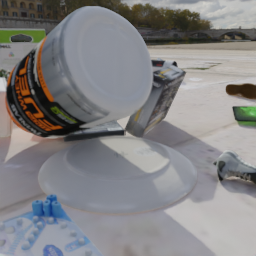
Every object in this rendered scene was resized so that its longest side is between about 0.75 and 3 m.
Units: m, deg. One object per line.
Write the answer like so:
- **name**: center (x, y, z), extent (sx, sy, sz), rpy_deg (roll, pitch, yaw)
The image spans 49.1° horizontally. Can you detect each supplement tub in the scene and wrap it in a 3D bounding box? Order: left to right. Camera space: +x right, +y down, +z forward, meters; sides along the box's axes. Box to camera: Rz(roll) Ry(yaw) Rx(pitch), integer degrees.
- **supplement tub**: center (-1.111, -0.779, 5.216), extent (1.780, 1.780, 2.905), rpy_deg (-17, 1, -42)

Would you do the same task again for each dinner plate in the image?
- **dinner plate**: center (-0.165, 0.576, 4.842), extent (2.675, 0.324, 2.675), rpy_deg (1, 18, 0)

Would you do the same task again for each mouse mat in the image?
- **mouse mat**: center (3.773, -0.417, 7.833), extent (1.564, 0.073, 1.944), rpy_deg (2, 15, 17)

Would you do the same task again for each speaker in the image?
- **speaker**: center (1.352, -3.118, 14.833), extent (2.417, 0.981, 0.981), rpy_deg (12, 22, 30)

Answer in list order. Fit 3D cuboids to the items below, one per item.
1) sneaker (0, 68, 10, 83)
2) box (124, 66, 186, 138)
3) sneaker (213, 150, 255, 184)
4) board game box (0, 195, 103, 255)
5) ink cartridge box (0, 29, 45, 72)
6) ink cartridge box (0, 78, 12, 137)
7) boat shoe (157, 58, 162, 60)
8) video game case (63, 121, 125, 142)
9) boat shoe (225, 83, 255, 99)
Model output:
- **sneaker**: center (-3.905, -1.303, 8.049), extent (2.960, 1.329, 0.992), rpy_deg (-8, 40, -5)
- **box**: center (0.691, -0.680, 6.665), extent (0.435, 1.424, 1.798), rpy_deg (31, 28, 14)
- **sneaker**: center (1.704, 0.746, 4.400), extent (0.514, 0.334, 0.890), rpy_deg (-30, 39, -14)
- **board game box**: center (-1.164, 1.350, 2.582), extent (1.829, 0.237, 1.828), rpy_deg (-13, 23, -34)
- **ink cartridge box**: center (-3.883, -2.473, 10.593), extent (1.776, 2.403, 0.910), rpy_deg (-5, 19, -14)
- **ink cartridge box**: center (-4.141, -0.520, 6.387), extent (2.670, 1.132, 1.945), rpy_deg (-1, 18, -27)
- **boat shoe**: center (2.137, -3.075, 15.285), extent (1.732, 0.738, 0.640), rpy_deg (36, 23, 12)
- **video game case**: center (-0.990, -0.105, 7.048), extent (1.367, 0.182, 1.914), rpy_deg (-5, 18, -16)
- **boat shoe**: center (4.424, -1.415, 10.424), extent (0.557, 0.558, 1.548), rpy_deg (-14, 16, -32)
